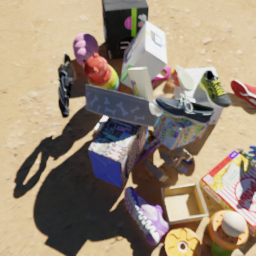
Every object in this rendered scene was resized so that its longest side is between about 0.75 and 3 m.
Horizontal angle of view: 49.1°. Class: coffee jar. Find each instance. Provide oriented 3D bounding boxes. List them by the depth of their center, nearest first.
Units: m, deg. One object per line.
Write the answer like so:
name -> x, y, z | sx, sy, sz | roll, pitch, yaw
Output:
coffee jar -> 4.521, 1.140, 10.633 | 0.751, 0.321, 0.392 | 40, 23, 25

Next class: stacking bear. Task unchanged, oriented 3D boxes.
stacking bear -> -1.127, -2.047, 11.380 | 1.328, 2.335, 1.418 | 2, 73, 9

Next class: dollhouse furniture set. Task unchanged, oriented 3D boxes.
dollhouse furniture set -> 1.395, 1.115, 10.113 | 1.397, 1.284, 0.909 | -47, 61, 9

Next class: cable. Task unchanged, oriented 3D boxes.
cable -> -2.268, -1.119, 10.284 | 0.496, 1.952, 1.593 | -2, 80, -9

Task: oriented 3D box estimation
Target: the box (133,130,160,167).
box -> 0.123, 0.726, 10.928 | 1.936, 0.379, 1.325 | -37, 61, -23

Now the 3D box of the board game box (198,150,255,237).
board game box -> 3.996, 2.173, 9.725 | 1.827, 0.559, 2.412 | -35, 61, -20

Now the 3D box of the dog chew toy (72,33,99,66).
dog chew toy -> -2.035, -3.621, 13.270 | 1.276, 1.276, 2.049 | -4, 41, -3

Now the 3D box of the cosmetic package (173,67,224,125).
cosmetic package -> 2.899, -1.270, 11.634 | 1.580, 1.570, 1.888 | -5, 55, -4

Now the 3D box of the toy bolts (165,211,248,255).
toy bolts -> 2.408, 3.697, 7.940 | 2.426, 1.762, 2.540 | -5, 54, -4

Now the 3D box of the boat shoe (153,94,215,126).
boat shoe -> 1.777, -0.636, 8.733 | 2.109, 0.652, 0.790 | 19, 34, -20

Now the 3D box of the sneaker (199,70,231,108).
sneaker -> 3.183, -1.442, 10.332 | 0.642, 0.730, 1.725 | -22, 56, -14

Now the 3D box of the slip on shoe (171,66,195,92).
slip on shoe -> 1.996, -1.744, 10.451 | 0.701, 0.579, 1.892 | 24, 27, -16

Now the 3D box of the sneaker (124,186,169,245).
sneaker -> 0.618, 2.770, 9.278 | 0.902, 0.820, 2.039 | -24, 62, -24

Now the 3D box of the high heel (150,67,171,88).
high heel -> 1.494, -2.560, 13.049 | 1.629, 0.781, 0.549 | -36, 63, -23

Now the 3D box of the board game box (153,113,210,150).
board game box -> 1.834, -0.017, 9.523 | 1.712, 0.898, 0.882 | -14, 45, -40

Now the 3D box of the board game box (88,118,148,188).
board game box -> -0.235, 0.528, 9.667 | 1.138, 1.873, 2.350 | 20, 57, 15

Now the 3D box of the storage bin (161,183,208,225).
storage bin -> 1.851, 2.536, 9.504 | 1.267, 0.594, 1.258 | -7, 55, -5

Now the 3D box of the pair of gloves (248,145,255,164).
pair of gloves -> 4.906, 1.447, 9.514 | 0.233, 1.645, 2.046 | -35, 86, -1

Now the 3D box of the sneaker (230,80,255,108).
sneaker -> 5.455, -1.682, 12.623 | 0.962, 0.652, 1.665 | -33, 72, -31

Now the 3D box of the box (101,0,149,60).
box -> -0.184, -4.971, 13.587 | 2.018, 2.717, 1.689 | -8, 55, -6

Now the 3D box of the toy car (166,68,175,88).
toy car -> 1.663, -2.754, 13.226 | 2.223, 0.740, 1.091 | 34, 61, 21

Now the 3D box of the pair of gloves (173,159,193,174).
pair of gloves -> 2.116, 1.376, 10.654 | 0.609, 0.086, 0.757 | 28, 61, 17

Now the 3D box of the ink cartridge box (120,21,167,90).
ink cartridge box -> 0.685, -3.160, 12.447 | 1.153, 1.915, 2.635 | 28, 41, -20

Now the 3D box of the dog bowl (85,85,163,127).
dog bowl -> -0.158, -0.741, 9.757 | 2.904, 2.904, 0.852 | 16, 96, 11

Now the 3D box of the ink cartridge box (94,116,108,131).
ink cartridge box -> -0.789, -0.151, 11.411 | 1.084, 0.362, 0.628 | 8, 34, 13

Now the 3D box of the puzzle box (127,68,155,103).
puzzle box -> 0.441, -1.577, 10.115 | 0.226, 1.183, 1.778 | -19, 16, -11

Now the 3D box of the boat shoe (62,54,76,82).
boat shoe -> -2.890, -2.899, 13.447 | 0.597, 0.537, 1.654 | -11, 55, -8
